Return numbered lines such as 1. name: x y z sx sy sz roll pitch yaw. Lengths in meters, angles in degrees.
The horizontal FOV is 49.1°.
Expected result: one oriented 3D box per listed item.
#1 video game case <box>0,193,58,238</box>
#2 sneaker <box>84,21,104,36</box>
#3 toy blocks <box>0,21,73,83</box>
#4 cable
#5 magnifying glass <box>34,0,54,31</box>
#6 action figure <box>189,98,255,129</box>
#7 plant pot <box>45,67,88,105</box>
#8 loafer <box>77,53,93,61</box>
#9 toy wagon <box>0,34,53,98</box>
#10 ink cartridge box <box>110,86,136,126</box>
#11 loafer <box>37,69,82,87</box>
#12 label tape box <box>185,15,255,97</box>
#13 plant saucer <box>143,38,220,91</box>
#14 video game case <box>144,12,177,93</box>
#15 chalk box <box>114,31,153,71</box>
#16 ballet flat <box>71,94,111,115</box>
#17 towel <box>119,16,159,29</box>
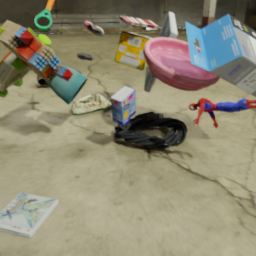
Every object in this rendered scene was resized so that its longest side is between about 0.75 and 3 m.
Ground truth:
1. video game case: -2.336 1.931 6.359 1.057 0.128 1.160 7 25 15
2. sneaker: -1.538 -4.380 12.540 0.982 0.396 0.366 23 33 -29
3. toy blocks: -2.415 -1.880 7.342 1.493 2.185 1.092 31 80 37
4. cable: 0.749 0.160 9.913 2.641 0.671 2.155 -11 31 -29
5. magnifying glass: -2.717 -3.810 9.319 0.545 0.153 1.369 14 65 -8
6. action figure: 2.230 -0.289 6.654 1.737 0.860 0.567 8 -15 33
7. plant pot: -2.190 -1.590 9.702 1.119 1.191 1.191 36 25 -7
8. loafer: -2.058 -3.377 13.223 0.828 0.298 0.261 5 53 -38
9. toy wagon: -3.467 -2.223 9.496 0.559 2.191 2.823 42 30 -12
10. ink cartridge box: -0.121 -0.573 8.110 0.399 1.045 0.713 26 49 25
11. loafer: -3.925 -2.685 15.993 2.711 0.990 0.963 -5 33 4
12. label tape box: 2.953 -2.066 7.635 2.698 0.854 1.946 21 48 -21
13. plant saucer: 1.639 -1.967 8.823 2.534 0.642 2.534 12 41 -10
14. video game case: 1.346 -3.313 12.064 0.321 2.659 2.917 19 36 -8
15. chalk box: 0.348 -3.129 11.272 1.201 1.195 1.930 18 20 7
16. ballet flat: -1.519 -1.142 12.563 2.271 0.726 0.859 -19 27 -38
17. towel: 0.386 -3.793 10.091 1.245 0.142 0.897 1 33 -20
